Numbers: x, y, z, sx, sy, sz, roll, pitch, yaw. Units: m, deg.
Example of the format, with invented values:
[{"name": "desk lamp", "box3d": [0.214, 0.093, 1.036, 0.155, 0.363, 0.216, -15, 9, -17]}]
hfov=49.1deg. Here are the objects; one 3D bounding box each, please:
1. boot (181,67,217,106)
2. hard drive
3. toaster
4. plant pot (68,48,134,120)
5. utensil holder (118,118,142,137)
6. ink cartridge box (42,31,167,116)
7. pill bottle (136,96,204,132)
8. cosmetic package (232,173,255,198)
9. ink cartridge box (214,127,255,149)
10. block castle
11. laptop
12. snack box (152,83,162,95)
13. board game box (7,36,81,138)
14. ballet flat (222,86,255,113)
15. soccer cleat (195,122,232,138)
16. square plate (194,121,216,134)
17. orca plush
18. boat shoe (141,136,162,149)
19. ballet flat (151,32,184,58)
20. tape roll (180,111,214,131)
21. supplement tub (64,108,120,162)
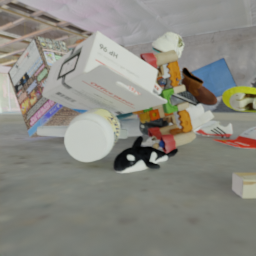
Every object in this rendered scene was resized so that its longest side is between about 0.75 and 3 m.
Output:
[{"name": "boot", "box3d": [2.360, -1.335, 9.090, 1.434, 0.522, 1.523, 44, 1, 11]}, {"name": "hard drive", "box3d": [-1.238, 0.117, 7.679, 2.066, 0.276, 1.363, 0, -4, 28]}, {"name": "toaster", "box3d": [0.954, -0.486, 9.300, 0.976, 1.718, 1.110, 10, 0, 8]}, {"name": "plant pot", "box3d": [-1.273, -1.840, 11.245, 2.993, 2.812, 2.993, -6, 14, 2]}, {"name": "utensil holder", "box3d": [0.074, -0.010, 10.969, 0.860, 0.731, 0.731, -5, 6, -20]}, {"name": "ink cartridge box", "box3d": [-0.532, -1.010, 6.003, 1.603, 0.937, 2.763, 24, -18, -32]}, {"name": "pill bottle", "box3d": [1.680, -0.547, 11.549, 1.566, 1.566, 2.879, -3, 6, -29]}, {"name": "cosmetic package", "box3d": [1.890, 0.791, 3.891, 0.763, 0.271, 0.401, 0, 5, -1]}, {"name": "ink cartridge box", "box3d": [4.115, 0.241, 8.717, 2.388, 0.599, 1.937, 2, 4, -5]}, {"name": "block castle", "box3d": [0.753, -0.723, 7.561, 1.192, 2.541, 1.698, -17, 11, -8]}, {"name": "laptop", "box3d": [2.437, -1.977, 10.239, 2.243, 1.300, 2.100, 20, 40, -17]}, {"name": "snack box", "box3d": [0.092, -1.282, 6.606, 1.575, 0.192, 0.566, 40, -28, -29]}, {"name": "board game box", "box3d": [-2.836, -1.380, 9.962, 2.189, 2.746, 1.330, -34, -17, 36]}, {"name": "ballet flat", "box3d": [3.065, -0.640, 6.858, 0.639, 0.637, 1.908, -28, 28, -36]}, {"name": "soccer cleat", "box3d": [3.222, 0.042, 10.595, 1.402, 0.597, 0.481, 6, 0, 29]}, {"name": "square plate", "box3d": [3.131, -0.067, 13.026, 2.479, 0.356, 2.503, 0, 7, 14]}, {"name": "orca plush", "box3d": [0.374, 0.469, 5.705, 1.708, 0.607, 0.898, -3, 6, -34]}, {"name": "boat shoe", "box3d": [0.692, 0.405, 7.750, 0.347, 0.341, 0.978, -5, 1, -42]}, {"name": "ballet flat", "box3d": [1.242, -2.481, 8.312, 0.735, 0.735, 2.118, 2, 10, 21]}, {"name": "tape roll", "box3d": [2.141, -0.066, 9.273, 1.480, 0.270, 1.480, -32, -9, -5]}, {"name": "supplement tub", "box3d": [-0.700, 0.121, 5.691, 0.943, 0.943, 1.300, 1, 11, 7]}]
